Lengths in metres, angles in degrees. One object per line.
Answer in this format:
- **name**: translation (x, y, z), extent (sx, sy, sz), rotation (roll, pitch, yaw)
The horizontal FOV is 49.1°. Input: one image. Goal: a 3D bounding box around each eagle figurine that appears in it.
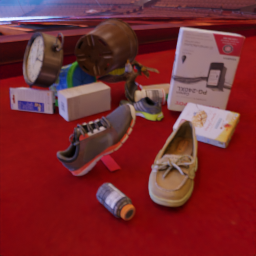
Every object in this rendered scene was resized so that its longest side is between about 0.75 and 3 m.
- **eagle figurine**: translation (-0.093, -2.129, 12.126), extent (1.767, 1.757, 2.328), rotation (3, 45, 47)

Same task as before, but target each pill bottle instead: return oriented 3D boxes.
- **pill bottle**: translation (-0.253, 1.626, 6.112), extent (0.486, 0.486, 0.916), rotation (-20, 34, -34)
- **pill bottle**: translation (0.884, -1.259, 11.533), extent (1.168, 0.665, 0.665), rotation (-4, 27, -8)

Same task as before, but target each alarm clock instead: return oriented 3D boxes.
- **alarm clock**: translation (-3.060, -2.630, 10.522), extent (0.995, 2.016, 2.989), rotation (5, -18, -37)

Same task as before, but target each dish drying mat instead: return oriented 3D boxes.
- **dish drying mat**: translation (-0.508, 0.990, 7.809), extent (0.305, 0.072, 0.795), rotation (-13, 29, -26)

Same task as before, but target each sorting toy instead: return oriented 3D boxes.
- **sorting toy**: translation (1.419, -1.542, 12.436), extent (1.540, 0.307, 2.083), rotation (-2, 24, -7)

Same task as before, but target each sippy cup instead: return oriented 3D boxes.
- **sippy cup**: translation (-2.477, -1.935, 11.967), extent (1.625, 1.742, 2.218), rotation (3, 16, 31)

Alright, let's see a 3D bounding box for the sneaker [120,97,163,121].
- **sneaker**: translation (0.504, -0.862, 10.660), extent (1.859, 0.753, 0.687), rotation (15, 31, 27)

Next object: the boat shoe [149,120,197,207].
- **boat shoe**: translation (1.219, 0.793, 7.209), extent (1.098, 0.939, 2.995), rotation (8, 29, 13)

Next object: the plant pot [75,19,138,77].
- **plant pot**: translation (-0.947, -3.163, 11.330), extent (2.151, 2.151, 2.129), rotation (10, 30, 18)

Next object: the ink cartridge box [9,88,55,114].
- **ink cartridge box**: translation (-3.729, -1.079, 10.927), extent (1.836, 0.869, 0.341), rotation (6, 17, 11)

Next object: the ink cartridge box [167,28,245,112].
- **ink cartridge box**: translation (2.714, -2.000, 10.261), extent (2.121, 2.920, 1.217), rotation (8, 23, 3)

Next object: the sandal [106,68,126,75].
- **sandal**: translation (-0.647, -3.120, 15.248), extent (1.645, 0.654, 0.716), rotation (-8, 24, -18)

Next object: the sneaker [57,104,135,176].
- **sneaker**: translation (-0.831, 0.202, 7.028), extent (2.374, 0.972, 0.915), rotation (-46, 35, 4)

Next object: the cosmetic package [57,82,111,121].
- **cosmetic package**: translation (-1.642, -1.031, 10.701), extent (1.866, 1.004, 0.791), rotation (-18, 37, -33)

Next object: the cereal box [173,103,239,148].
- **cereal box**: translation (2.540, -0.133, 9.163), extent (1.781, 0.352, 1.282), rotation (17, 57, 31)
